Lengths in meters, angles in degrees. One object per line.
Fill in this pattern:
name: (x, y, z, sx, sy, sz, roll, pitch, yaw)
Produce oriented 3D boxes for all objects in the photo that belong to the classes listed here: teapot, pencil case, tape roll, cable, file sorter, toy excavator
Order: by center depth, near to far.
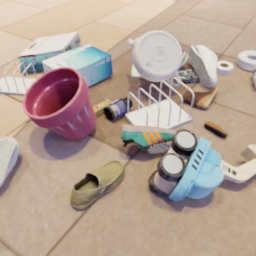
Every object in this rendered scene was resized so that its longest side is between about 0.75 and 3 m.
toy excavator: (2.459, 1.223, 8.230, 2.941, 1.469, 2.859, 30, 56, 8)
file sorter: (1.155, -0.809, 10.408, 2.123, 1.322, 1.473, -21, 46, -21)
teapot: (1.147, -2.828, 11.754, 2.175, 1.609, 2.203, -1, 84, -9)
file sorter: (-4.996, -2.200, 12.135, 1.705, 1.062, 1.183, 6, 42, 6)
file sorter: (0.615, -3.045, 13.257, 0.912, 0.818, 1.314, 1, 43, 2)
pencil case: (-4.286, -3.104, 13.366, 1.762, 0.750, 0.814, -10, 40, -12)
tape roll: (4.589, -2.873, 13.447, 0.847, 0.296, 0.847, 0, 42, 0)
cable: (6.081, -3.292, 13.764, 1.416, 0.490, 1.416, 6, 42, 6)

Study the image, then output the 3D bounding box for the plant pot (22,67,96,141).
plant pot: (-2.082, -0.637, 9.472, 2.153, 1.927, 2.153, -12, 53, 17)

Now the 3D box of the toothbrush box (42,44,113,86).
toothbrush box: (-2.230, -2.674, 12.569, 2.519, 1.074, 1.844, -32, 48, -31)

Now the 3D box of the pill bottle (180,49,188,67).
pill bottle: (1.988, -3.587, 13.243, 1.578, 0.913, 0.913, 36, 39, -20)

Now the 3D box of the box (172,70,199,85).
box: (2.626, -2.343, 12.903, 1.037, 0.239, 0.825, -9, 43, -10)

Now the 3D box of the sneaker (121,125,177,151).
sneaker: (0.745, 0.355, 9.135, 1.975, 0.789, 0.705, 5, 4, -3)

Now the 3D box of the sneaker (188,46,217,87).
sneaker: (3.656, -2.940, 12.873, 1.120, 1.063, 2.781, -3, 49, -8)

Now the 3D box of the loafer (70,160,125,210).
loafer: (-0.841, 1.566, 8.236, 0.769, 0.682, 2.022, 29, 50, 28)

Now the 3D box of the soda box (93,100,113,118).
soda box: (-1.051, -0.747, 11.063, 0.985, 0.334, 0.315, -32, 51, -31)

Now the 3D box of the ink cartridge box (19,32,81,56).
ink cartridge box: (-4.103, -4.236, 14.913, 2.679, 0.764, 2.178, -6, 39, 22)

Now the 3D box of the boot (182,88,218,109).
boot: (2.983, -1.408, 11.652, 1.184, 0.515, 1.424, 25, 51, 22)

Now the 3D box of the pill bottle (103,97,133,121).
pill bottle: (-0.367, -0.773, 10.888, 1.088, 0.609, 0.609, -32, 51, -31)

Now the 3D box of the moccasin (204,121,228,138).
moccasin: (3.238, 0.041, 10.217, 0.371, 0.351, 0.960, -34, 43, -22)

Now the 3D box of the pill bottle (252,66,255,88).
pill bottle: (5.932, -2.234, 12.404, 0.752, 0.752, 1.300, 11, 44, 12)

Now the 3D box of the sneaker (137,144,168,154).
sneaker: (0.882, 0.706, 9.476, 1.193, 0.436, 0.422, 21, 70, 21)

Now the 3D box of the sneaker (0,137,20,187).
sneaker: (-3.905, 1.309, 8.546, 0.781, 0.823, 2.045, 21, 65, 4)
